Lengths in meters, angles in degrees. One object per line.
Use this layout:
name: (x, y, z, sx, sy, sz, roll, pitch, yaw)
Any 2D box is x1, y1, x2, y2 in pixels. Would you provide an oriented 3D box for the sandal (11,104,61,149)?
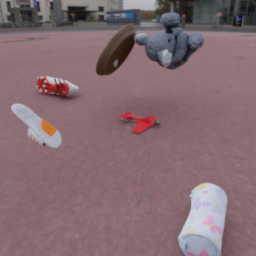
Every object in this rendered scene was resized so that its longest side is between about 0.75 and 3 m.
sandal: (-2.239, 0.019, 6.753, 1.480, 0.424, 0.567, 42, 29, 5)

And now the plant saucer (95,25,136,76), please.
plant saucer: (-0.417, -3.049, 11.365, 0.355, 2.412, 2.412, 39, 34, 6)

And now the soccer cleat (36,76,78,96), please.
soccer cleat: (-3.720, -2.132, 14.513, 2.659, 0.913, 1.133, 14, 11, 35)

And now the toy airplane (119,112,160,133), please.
toy airplane: (0.434, -0.317, 11.059, 1.791, 0.329, 1.791, 1, 23, 0)

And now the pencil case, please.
pencil case: (1.569, 1.869, 5.748, 0.786, 0.721, 1.733, 25, 31, 10)

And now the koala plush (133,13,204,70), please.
koala plush: (1.497, -3.323, 11.589, 2.107, 2.183, 2.376, 45, 38, 14)
